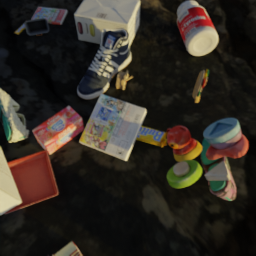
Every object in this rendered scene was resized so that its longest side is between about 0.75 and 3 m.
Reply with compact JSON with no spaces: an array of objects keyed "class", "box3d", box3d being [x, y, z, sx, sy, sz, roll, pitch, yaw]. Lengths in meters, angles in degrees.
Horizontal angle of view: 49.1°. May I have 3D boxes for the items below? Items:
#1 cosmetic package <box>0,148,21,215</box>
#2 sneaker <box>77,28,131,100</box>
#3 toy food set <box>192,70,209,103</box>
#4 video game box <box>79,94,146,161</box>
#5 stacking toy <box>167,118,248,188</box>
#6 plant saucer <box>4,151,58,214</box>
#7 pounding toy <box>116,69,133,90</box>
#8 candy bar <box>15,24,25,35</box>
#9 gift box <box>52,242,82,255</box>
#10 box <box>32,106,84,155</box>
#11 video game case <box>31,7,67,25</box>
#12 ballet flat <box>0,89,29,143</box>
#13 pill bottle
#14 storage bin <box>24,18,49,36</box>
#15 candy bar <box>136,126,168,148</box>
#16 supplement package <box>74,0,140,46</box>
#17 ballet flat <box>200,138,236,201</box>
[{"class":"cosmetic package","box3d":[-4.286,1.179,6.924,1.944,1.932,2.323,-32,60,-8]},{"class":"sneaker","box3d":[-0.856,-2.320,9.659,0.979,1.515,2.792,29,61,18]},{"class":"toy food set","box3d":[2.269,-1.340,8.822,0.239,0.970,0.980,18,66,6]},{"class":"video game box","box3d":[-0.453,-0.030,8.571,1.538,0.395,1.688,21,77,11]},{"class":"stacking toy","box3d":[1.621,0.457,6.510,1.962,0.829,1.776,-18,22,38]},{"class":"plant saucer","box3d":[-2.829,1.523,7.889,1.477,0.272,1.480,-19,58,-12]},{"class":"pounding toy","box3d":[-0.109,-1.640,9.853,0.552,0.551,0.963,11,38,7]},{"class":"candy bar","box3d":[-4.442,-4.204,11.753,0.223,0.099,0.894,21,60,13]},{"class":"gift box","box3d":[-1.428,3.152,6.532,0.730,0.782,0.722,-34,58,-19]},{"class":"box","box3d":[-2.108,0.072,8.587,1.377,0.706,0.652,-38,65,-23]},{"class":"video game case","box3d":[-3.418,-4.878,12.183,1.327,0.116,0.949,8,57,5]},{"class":"ballet flat","box3d":[-3.792,-0.429,9.022,0.797,0.797,2.221,-24,63,-15]},{"class":"pill bottle","box3d":[2.603,-3.944,10.913,1.203,1.203,2.142,-7,57,-5]},{"class":"storage bin","box3d":[-3.709,-4.135,11.462,0.895,0.652,0.601,-14,30,-9]},{"class":"candy bar","box3d":[0.090,0.047,8.861,2.442,0.271,0.609,17,60,12]},{"class":"supplement package","box3d":[-0.778,-4.268,11.128,2.138,1.185,1.665,14,57,10]},{"class":"ballet flat","box3d":[2.488,1.105,7.697,0.740,0.762,2.141,-33,30,26]}]
